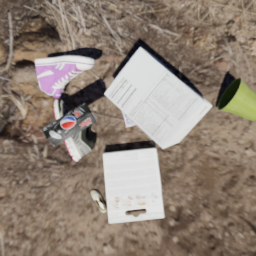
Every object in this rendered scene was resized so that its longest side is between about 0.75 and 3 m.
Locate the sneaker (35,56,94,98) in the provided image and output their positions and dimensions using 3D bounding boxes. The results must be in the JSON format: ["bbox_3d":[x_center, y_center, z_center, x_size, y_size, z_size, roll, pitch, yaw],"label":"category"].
[{"bbox_3d":[-2.395,-1.946,10.786,2.730,0.989,1.556,3,99,33],"label":"sneaker"}]

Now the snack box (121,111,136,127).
[{"bbox_3d":[-0.023,-0.692,11.564,0.478,0.162,1.329,-10,71,-14],"label":"snack box"}]

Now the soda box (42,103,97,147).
[{"bbox_3d":[-1.809,-0.095,8.667,1.571,0.556,0.497,-32,58,-6],"label":"soda box"}]

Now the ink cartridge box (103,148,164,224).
[{"bbox_3d":[0.174,2.115,10.416,2.036,0.601,2.544,-5,75,-2],"label":"ink cartridge box"}]

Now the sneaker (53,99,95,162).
[{"bbox_3d":[-2.087,-0.043,10.964,1.153,0.972,2.636,-22,72,-13],"label":"sneaker"}]

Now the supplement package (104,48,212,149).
[{"bbox_3d":[1.175,-0.978,9.935,2.725,2.606,2.004,44,105,14],"label":"supplement package"}]

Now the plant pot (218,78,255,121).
[{"bbox_3d":[4.613,-1.000,11.167,1.416,1.491,1.491,29,72,-4],"label":"plant pot"}]

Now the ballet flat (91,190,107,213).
[{"bbox_3d":[-1.069,2.677,10.309,0.317,0.293,0.941,-34,73,-11],"label":"ballet flat"}]
